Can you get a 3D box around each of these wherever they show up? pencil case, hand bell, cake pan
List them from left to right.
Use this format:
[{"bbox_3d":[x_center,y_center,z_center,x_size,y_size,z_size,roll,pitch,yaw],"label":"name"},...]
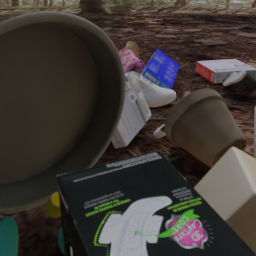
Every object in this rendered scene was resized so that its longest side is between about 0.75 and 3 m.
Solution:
[{"bbox_3d":[-1.216,-0.144,3.851,2.852,2.852,0.523,-25,45,-38],"label":"cake pan"},{"bbox_3d":[-0.315,-3.318,12.893,0.834,0.834,1.602,24,49,38],"label":"hand bell"},{"bbox_3d":[0.055,-2.342,10.547,0.892,0.854,2.063,-22,31,-2],"label":"pencil case"}]

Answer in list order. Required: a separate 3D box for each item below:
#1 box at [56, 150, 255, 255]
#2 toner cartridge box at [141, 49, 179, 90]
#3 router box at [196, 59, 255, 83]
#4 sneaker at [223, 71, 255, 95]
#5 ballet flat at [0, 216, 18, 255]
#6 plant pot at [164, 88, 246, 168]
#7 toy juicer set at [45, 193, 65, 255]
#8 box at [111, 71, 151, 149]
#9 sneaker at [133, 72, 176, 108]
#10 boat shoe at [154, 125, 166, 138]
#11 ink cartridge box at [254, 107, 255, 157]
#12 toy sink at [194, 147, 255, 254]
[{"bbox_3d":[0.213,1.442,2.630,1.243,1.485,1.999,-12,34,-23],"label":"box"},{"bbox_3d":[1.103,-1.935,9.606,1.028,0.467,2.163,35,35,-5],"label":"toner cartridge box"},{"bbox_3d":[3.779,-2.227,10.871,1.758,0.429,1.578,-5,28,-10],"label":"router box"},{"bbox_3d":[3.764,-1.439,9.357,0.806,0.575,1.626,38,4,-3],"label":"sneaker"},{"bbox_3d":[-1.680,1.792,3.129,0.683,0.664,1.920,-25,32,-4],"label":"ballet flat"},{"bbox_3d":[1.631,0.113,5.659,1.414,1.414,1.227,-13,46,-23],"label":"plant pot"},{"bbox_3d":[-0.527,1.489,3.920,0.902,0.386,1.418,-9,53,-36],"label":"toy juicer set"},{"bbox_3d":[-0.083,-0.460,6.388,0.327,1.239,1.589,-15,20,32],"label":"box"},{"bbox_3d":[0.341,-1.169,8.396,2.235,0.896,0.786,7,27,10],"label":"sneaker"},{"bbox_3d":[0.936,0.028,6.658,0.775,0.259,0.285,-31,80,-43],"label":"boat shoe"},{"bbox_3d":[3.719,0.160,4.508,1.912,1.080,2.610,-9,14,-20],"label":"ink cartridge box"},{"bbox_3d":[1.368,1.198,3.749,0.830,1.482,0.966,28,26,-10],"label":"toy sink"}]
